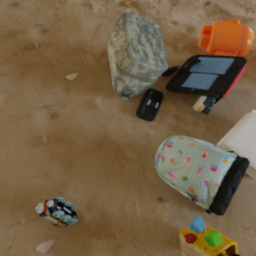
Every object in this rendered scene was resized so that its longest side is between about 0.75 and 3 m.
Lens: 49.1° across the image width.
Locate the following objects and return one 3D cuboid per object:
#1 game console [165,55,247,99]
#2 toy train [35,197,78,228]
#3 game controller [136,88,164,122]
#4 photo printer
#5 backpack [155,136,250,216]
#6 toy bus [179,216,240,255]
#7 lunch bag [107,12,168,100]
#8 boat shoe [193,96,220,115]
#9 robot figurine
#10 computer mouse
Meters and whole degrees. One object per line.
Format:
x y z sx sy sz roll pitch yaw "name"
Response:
3.189 -2.184 11.461 2.708 0.420 2.395 16 52 42 "game console"
-2.147 2.600 8.527 0.853 1.496 0.638 -20 53 11 "toy train"
0.915 -0.979 11.540 0.815 0.329 1.563 26 62 -2 "game controller"
4.662 0.489 10.212 2.214 0.769 1.842 -41 70 -15 "photo printer"
2.248 1.291 9.130 2.729 1.728 2.278 27 84 23 "backpack"
2.499 3.531 7.719 1.189 2.171 2.301 -20 67 -28 "toy bus"
0.134 -2.876 11.455 1.969 2.370 2.826 10 56 -29 "lunch bag"
3.424 -1.329 11.404 0.688 0.825 2.211 37 58 6 "boat shoe"
4.493 -3.999 12.637 2.477 1.444 1.782 10 36 6 "robot figurine"
2.275 -2.563 12.120 1.793 0.305 0.526 -14 18 21 "computer mouse"
